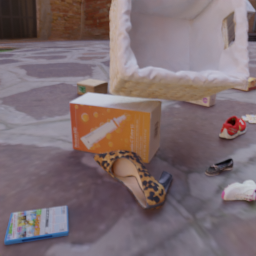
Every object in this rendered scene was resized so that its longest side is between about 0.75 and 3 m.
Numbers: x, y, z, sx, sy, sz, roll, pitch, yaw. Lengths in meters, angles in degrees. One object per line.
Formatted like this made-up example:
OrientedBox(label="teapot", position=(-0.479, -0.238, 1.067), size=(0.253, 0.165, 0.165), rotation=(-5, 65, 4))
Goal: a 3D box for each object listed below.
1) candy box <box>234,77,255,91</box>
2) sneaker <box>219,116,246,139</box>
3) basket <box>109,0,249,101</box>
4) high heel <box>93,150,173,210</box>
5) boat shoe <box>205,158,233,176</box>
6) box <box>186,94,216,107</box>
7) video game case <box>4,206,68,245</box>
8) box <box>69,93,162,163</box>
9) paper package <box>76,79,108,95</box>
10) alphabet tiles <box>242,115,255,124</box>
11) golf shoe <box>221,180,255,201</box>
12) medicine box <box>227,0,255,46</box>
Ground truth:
OrientedBox(label="candy box", position=(5.720, -2.434, 14.785), size=(1.121, 0.537, 1.942), rotation=(-16, 26, -37))
OrientedBox(label="sneaker", position=(3.363, -0.099, 8.804), size=(0.551, 0.608, 1.432), rotation=(16, 27, 35))
OrientedBox(label="basket", position=(0.945, -2.138, 6.645), size=(2.824, 2.799, 2.271), rotation=(2, -8, -14))
OrientedBox(label="high heel", position=(-0.077, 1.021, 5.811), size=(1.908, 0.681, 1.360), rotation=(17, 19, 16))
OrientedBox(label="boat shoe", position=(2.194, 0.920, 6.736), size=(0.840, 0.239, 0.281), rotation=(-11, 24, -26))
OrientedBox(label="box", position=(2.511, -1.533, 12.508), size=(2.804, 0.543, 0.581), rotation=(20, 29, 41))
OrientedBox(label="video game case", position=(-1.587, 1.702, 4.968), size=(1.019, 0.091, 0.729), rotation=(-5, 23, -12))
OrientedBox(label="box", position=(-0.322, -0.064, 7.634), size=(2.245, 1.396, 1.094), rotation=(8, 23, 19))
OrientedBox(label="paper package", position=(-1.722, -1.927, 13.462), size=(1.131, 0.585, 1.078), rotation=(14, 26, 30))
OrientedBox(label="alphabet tiles", position=(4.538, -0.295, 10.052), size=(0.834, 0.061, 0.816), rotation=(4, 23, 11))
OrientedBox(label="golf shoe", position=(2.315, 1.311, 5.648), size=(0.900, 0.339, 0.412), rotation=(-10, 27, -21))
OrientedBox(label="medicine box", position=(2.621, -3.396, 9.000), size=(1.950, 1.776, 1.004), rotation=(-5, 61, -25))
